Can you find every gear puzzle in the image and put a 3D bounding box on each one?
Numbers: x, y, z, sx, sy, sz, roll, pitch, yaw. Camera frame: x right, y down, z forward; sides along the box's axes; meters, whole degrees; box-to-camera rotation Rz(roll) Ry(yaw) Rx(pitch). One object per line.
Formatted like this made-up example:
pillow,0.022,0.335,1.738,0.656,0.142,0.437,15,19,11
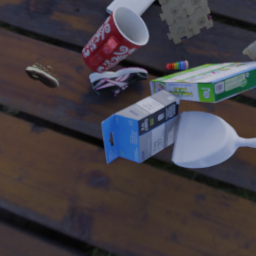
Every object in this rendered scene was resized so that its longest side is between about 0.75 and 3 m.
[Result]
gear puzzle,1.471,-3.998,8.272,1.473,2.843,0.372,-25,36,8

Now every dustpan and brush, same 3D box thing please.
dustpan and brush,2.399,0.305,7.036,2.327,0.666,1.624,-4,57,34

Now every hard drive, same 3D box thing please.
hard drive,0.181,-5.538,12.402,1.324,0.268,2.007,35,75,11

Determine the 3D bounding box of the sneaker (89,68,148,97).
sneaker,-0.340,-1.719,10.893,2.241,0.900,0.968,-8,91,-2

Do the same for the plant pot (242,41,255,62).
plant pot,5.229,-1.917,8.188,2.694,2.694,2.466,-28,87,-9

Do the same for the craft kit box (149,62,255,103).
craft kit box,2.390,-1.399,8.189,2.565,2.533,0.622,-20,112,-27

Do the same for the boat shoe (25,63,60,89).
boat shoe,-2.523,-1.672,8.547,1.482,0.547,0.548,26,61,30

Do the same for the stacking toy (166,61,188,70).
stacking toy,1.972,-2.493,11.322,0.841,0.359,0.359,-5,71,3

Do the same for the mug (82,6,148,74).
mug,-0.627,-2.511,8.362,1.694,1.908,1.273,-20,85,-44

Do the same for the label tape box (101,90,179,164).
label tape box,0.396,0.106,7.673,2.165,1.551,0.716,-29,45,-28
